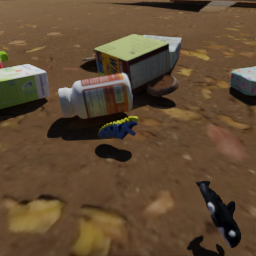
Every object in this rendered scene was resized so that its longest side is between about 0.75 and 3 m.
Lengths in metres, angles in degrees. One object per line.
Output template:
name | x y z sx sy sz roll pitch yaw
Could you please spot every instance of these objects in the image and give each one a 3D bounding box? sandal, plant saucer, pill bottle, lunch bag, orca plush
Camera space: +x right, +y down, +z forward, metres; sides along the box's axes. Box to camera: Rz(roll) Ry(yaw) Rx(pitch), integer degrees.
sandal | -0.241 0.080 7.361 1.145 0.498 0.455 -18 -16 17
plant saucer | 1.224 -1.558 10.013 1.177 0.203 1.177 -11 38 9
pill bottle | -1.002 -0.944 8.670 2.108 1.183 1.183 -10 31 -6
lunch bag | 4.899 -1.754 10.656 1.792 0.691 1.437 -10 34 -16
orca plush | 1.628 1.356 4.760 0.428 0.633 1.204 -34 37 16

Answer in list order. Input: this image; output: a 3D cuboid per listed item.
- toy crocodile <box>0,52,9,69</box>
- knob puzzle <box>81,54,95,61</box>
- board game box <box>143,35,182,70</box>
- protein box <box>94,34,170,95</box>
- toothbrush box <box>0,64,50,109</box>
toy crocodile | -5.693 -2.465 11.532 0.856 0.936 2.773 -7 29 -1
knob puzzle | -1.332 -3.509 13.578 2.062 0.286 2.062 -7 16 2
board game box | 1.433 -3.868 14.063 2.101 0.915 2.848 10 33 14
protein box | 0.169 -2.557 11.057 2.097 1.415 2.082 -30 41 -28
toothbrush box | -4.133 -1.461 9.772 2.212 0.952 1.611 -20 32 -34
